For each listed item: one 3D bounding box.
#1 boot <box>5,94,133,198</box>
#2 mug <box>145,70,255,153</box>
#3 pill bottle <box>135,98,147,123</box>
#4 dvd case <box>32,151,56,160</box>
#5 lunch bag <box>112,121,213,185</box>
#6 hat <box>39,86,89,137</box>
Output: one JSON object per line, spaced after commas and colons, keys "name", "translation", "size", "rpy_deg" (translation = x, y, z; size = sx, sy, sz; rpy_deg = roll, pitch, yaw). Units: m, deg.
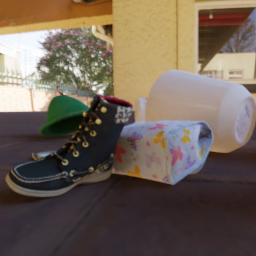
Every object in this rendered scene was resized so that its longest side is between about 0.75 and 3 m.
{"name": "boot", "translation": [-0.718, 0.180, 3.910], "size": [0.643, 1.346, 1.782], "rpy_deg": [35, 22, 33]}
{"name": "mug", "translation": [2.110, -0.401, 7.275], "size": [2.660, 2.130, 2.183], "rpy_deg": [-15, 21, -42]}
{"name": "pill bottle", "translation": [1.580, -0.438, 10.597], "size": [2.558, 1.436, 1.436], "rpy_deg": [-2, 5, -4]}
{"name": "dvd case", "translation": [-1.395, 0.640, 6.030], "size": [0.942, 0.142, 1.290], "rpy_deg": [-4, 7, -37]}
{"name": "lunch bag", "translation": [0.624, 0.332, 4.953], "size": [1.307, 0.980, 1.542], "rpy_deg": [2, 15, 39]}
{"name": "hat", "translation": [-2.377, -1.118, 10.071], "size": [2.679, 2.358, 2.219], "rpy_deg": [-26, -15, 38]}
